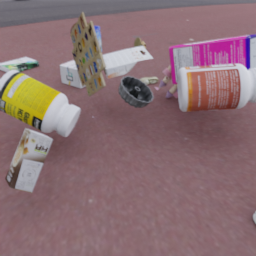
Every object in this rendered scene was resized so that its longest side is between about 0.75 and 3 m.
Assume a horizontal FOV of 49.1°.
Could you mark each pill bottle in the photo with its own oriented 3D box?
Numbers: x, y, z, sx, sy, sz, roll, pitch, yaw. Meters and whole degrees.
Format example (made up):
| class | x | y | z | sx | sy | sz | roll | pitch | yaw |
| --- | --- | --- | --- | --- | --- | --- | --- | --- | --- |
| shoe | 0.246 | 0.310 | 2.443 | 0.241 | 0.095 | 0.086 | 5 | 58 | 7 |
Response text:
| class | x | y | z | sx | sy | sz | roll | pitch | yaw |
| --- | --- | --- | --- | --- | --- | --- | --- | --- | --- |
| pill bottle | 2.580 | -1.127 | 7.889 | 2.255 | 1.265 | 1.265 | -3 | 31 | 5 |
| pill bottle | -2.419 | -0.596 | 7.596 | 2.086 | 1.173 | 1.173 | 27 | 34 | -1 |

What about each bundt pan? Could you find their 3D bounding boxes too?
| class | x | y | z | sx | sy | sz | roll | pitch | yaw |
| --- | --- | --- | --- | --- | --- | --- | --- | --- | --- |
| bundt pan | 0.177 | -0.978 | 8.018 | 1.076 | 0.404 | 1.076 | 22 | 39 | -19 |

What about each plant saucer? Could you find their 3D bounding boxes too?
| class | x | y | z | sx | sy | sz | roll | pitch | yaw |
| --- | --- | --- | --- | --- | --- | --- | --- | --- | --- |
| plant saucer | -1.588 | -3.212 | 9.862 | 1.017 | 1.017 | 0.186 | 7 | 38 | 12 |

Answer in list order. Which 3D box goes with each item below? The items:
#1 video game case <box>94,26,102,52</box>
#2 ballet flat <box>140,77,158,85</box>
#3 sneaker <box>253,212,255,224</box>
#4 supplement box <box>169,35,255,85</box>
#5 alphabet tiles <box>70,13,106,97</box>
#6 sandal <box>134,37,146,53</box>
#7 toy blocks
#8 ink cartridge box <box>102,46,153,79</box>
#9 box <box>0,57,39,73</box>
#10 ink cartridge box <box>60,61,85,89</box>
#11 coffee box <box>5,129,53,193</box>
| class | x | y | z | sx | sy | sz | roll | pitch | yaw |
| --- | --- | --- | --- | --- | --- | --- | --- | --- | --- |
| video game case | -1.113 | -2.681 | 9.367 | 0.246 | 0.982 | 1.083 | 7 | 50 | 4 |
| ballet flat | 0.917 | -2.062 | 12.392 | 0.943 | 0.327 | 0.327 | -13 | 34 | -21 |
| sneaker | 3.654 | 1.736 | 5.621 | 2.027 | 0.812 | 0.713 | 3 | 30 | 2 |
| supplement box | 2.823 | -2.247 | 9.328 | 2.586 | 1.337 | 1.309 | 4 | 20 | 34 |
| alphabet tiles | -1.320 | -2.204 | 8.886 | 0.084 | 2.206 | 2.651 | -18 | 3 | -22 |
| sandal | 0.843 | -4.918 | 17.045 | 0.555 | 0.618 | 1.686 | 21 | 29 | -29 |
| toy blocks | 2.042 | -1.610 | 10.996 | 1.538 | 1.386 | 1.646 | 45 | 21 | 12 |
| ink cartridge box | -0.084 | -2.205 | 9.293 | 1.563 | 0.392 | 1.268 | -13 | 36 | -7 |
| box | -5.562 | -3.181 | 14.219 | 1.181 | 0.297 | 1.636 | 24 | 39 | 34 |
| ink cartridge box | -2.273 | -2.374 | 12.347 | 1.158 | 0.846 | 0.850 | 20 | 36 | 29 |
| coffee box | -2.113 | 0.673 | 5.936 | 0.474 | 1.189 | 0.680 | 23 | -6 | -31 |
